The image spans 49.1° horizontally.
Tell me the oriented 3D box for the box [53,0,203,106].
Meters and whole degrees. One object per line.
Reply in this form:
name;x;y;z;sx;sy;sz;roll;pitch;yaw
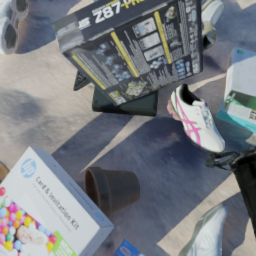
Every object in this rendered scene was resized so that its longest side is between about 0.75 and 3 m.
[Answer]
box;0.287;-1.550;5.696;2.387;2.961;0.727;-24;72;10

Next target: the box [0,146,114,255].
box;-1.944;2.152;5.254;2.233;0.590;2.865;40;92;28

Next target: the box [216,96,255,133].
box;3.269;-0.312;7.266;1.733;0.426;0.713;24;69;10

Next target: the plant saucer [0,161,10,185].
plant saucer;-3.739;1.571;5.503;2.950;2.950;0.473;-38;35;-15

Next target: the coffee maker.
coffee maker;3.176;1.835;5.643;2.698;1.892;2.809;-10;67;4

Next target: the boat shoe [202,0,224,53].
boat shoe;2.071;-2.551;7.842;0.777;0.849;2.271;34;91;28

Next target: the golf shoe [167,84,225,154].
golf shoe;1.697;-0.222;6.865;0.696;0.883;1.917;-26;66;-27

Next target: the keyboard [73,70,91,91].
keyboard;-1.003;-2.263;7.560;1.312;0.499;2.520;-22;50;38

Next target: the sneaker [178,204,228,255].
sneaker;1.719;2.462;6.031;0.708;0.621;1.766;35;77;6

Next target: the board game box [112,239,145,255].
board game box;-0.088;3.104;5.908;0.871;0.211;1.151;36;71;14

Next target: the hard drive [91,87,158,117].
hard drive;0.005;-1.535;7.805;1.711;0.403;2.452;5;67;2

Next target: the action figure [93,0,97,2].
action figure;-0.406;-5.296;8.280;1.437;2.748;2.659;-15;60;-37

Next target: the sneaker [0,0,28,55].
sneaker;-3.866;-3.425;8.323;1.316;1.032;2.648;5;66;6

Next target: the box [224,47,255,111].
box;3.920;-1.080;7.294;2.641;0.480;1.906;17;52;7

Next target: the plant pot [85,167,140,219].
plant pot;-0.321;1.382;6.231;1.039;1.192;1.192;-7;66;-21
